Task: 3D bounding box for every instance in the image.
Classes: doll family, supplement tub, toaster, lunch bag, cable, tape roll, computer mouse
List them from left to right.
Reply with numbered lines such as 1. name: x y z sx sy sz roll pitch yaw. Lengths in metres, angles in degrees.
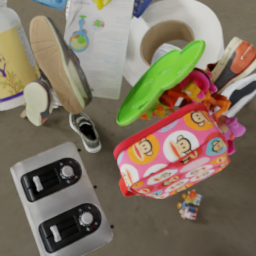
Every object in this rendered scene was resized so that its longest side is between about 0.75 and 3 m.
1. supplement tub: -3.665 -2.038 7.575 1.972 2.713 1.972 -9 34 6
2. toaster: -1.268 1.466 5.261 1.202 2.026 1.832 -19 75 -22
3. cable: 1.188 -2.484 11.537 2.733 0.946 2.734 -5 49 -7
4. lunch bag: 0.712 0.608 4.769 1.881 2.135 0.875 -31 64 7
5. tape roll: 1.226 -2.172 8.105 2.978 1.041 2.978 -6 74 21
6. doll family: 1.670 2.136 7.785 0.538 0.390 0.866 21 69 9
7. computer mouse: 3.192 -1.136 7.479 2.898 1.589 0.636 -39 75 -17

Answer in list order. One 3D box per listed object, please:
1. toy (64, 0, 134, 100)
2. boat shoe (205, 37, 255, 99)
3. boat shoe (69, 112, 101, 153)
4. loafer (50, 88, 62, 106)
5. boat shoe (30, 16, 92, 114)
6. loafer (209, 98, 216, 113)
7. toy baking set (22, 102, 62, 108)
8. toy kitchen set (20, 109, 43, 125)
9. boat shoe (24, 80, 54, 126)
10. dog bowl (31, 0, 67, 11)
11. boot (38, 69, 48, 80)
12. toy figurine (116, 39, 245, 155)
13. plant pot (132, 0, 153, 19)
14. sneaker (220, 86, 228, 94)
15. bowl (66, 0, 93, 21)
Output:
1. toy: -0.752 -2.112 6.938 1.558 0.639 2.705 9 92 7
2. boat shoe: 1.876 -1.130 5.692 0.620 1.982 0.706 38 75 0
3. boat shoe: -1.467 -0.050 9.527 0.690 0.621 1.952 -24 52 -20
4. loafer: -2.759 -1.221 10.770 0.367 0.367 1.051 -33 55 -17
5. boat shoe: -1.399 -1.364 6.103 0.769 2.138 0.693 -8 24 37
6. loafer: 1.954 -0.178 7.844 1.817 0.620 0.687 -44 104 -34
7. toy baking set: -3.392 -0.884 9.800 1.749 0.265 2.279 9 2 42
8. toy kitchen set: -3.348 -0.499 10.175 0.758 0.684 0.619 44 55 -15
9. boat shoe: -2.100 -0.658 6.820 0.659 1.852 0.580 42 60 2
10. dog bowl: -2.449 -3.923 8.545 0.806 0.358 1.446 19 15 13
11. boot: -3.423 -1.688 11.027 1.608 0.557 1.400 -5 63 -48
12. toy figurine: 1.469 -0.273 6.005 2.467 2.681 2.013 37 60 -16
13. plant pot: 0.150 -3.793 7.723 0.853 0.949 0.949 17 44 -35
14. sneaker: 3.044 -1.426 10.651 1.157 0.809 2.326 36 57 27
15. bowl: -1.172 -3.195 8.675 2.124 0.997 2.124 25 52 -36
